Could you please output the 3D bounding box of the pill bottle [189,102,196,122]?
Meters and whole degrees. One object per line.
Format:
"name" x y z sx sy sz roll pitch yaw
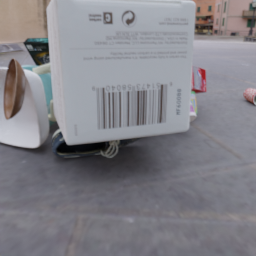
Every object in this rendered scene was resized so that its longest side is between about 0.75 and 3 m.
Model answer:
"pill bottle" 1.866 -0.671 9.273 0.520 0.520 0.926 -7 61 -16

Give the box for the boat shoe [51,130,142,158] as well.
"boat shoe" -0.711 0.259 7.843 2.823 1.057 0.873 -6 21 -12

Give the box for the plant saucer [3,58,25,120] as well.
"plant saucer" -2.623 -0.876 6.473 0.260 1.421 1.421 5 16 -34

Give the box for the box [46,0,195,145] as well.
"box" -0.308 -1.419 6.605 2.863 2.877 2.464 -6 18 -18

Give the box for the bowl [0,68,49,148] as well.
"bowl" -3.245 -0.667 8.173 2.279 2.282 0.852 7 24 26

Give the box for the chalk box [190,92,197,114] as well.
"chalk box" 2.090 -1.015 10.603 0.693 1.119 0.696 -13 7 -39

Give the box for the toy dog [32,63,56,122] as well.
"toy dog" -1.409 -0.952 8.907 2.499 2.577 1.798 -18 14 -2

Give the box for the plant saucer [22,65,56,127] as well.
"plant saucer" -3.571 -1.155 9.725 2.870 0.516 2.870 2 63 -3

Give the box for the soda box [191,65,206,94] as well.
"soda box" 1.701 -1.798 11.747 2.981 0.945 1.044 -4 -4 42

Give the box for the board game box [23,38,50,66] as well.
"board game box" -2.313 -2.427 10.213 2.641 1.786 0.372 7 51 22

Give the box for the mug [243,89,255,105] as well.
"mug" 5.771 -1.340 12.677 0.678 0.902 1.016 -37 18 5
